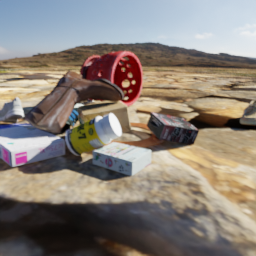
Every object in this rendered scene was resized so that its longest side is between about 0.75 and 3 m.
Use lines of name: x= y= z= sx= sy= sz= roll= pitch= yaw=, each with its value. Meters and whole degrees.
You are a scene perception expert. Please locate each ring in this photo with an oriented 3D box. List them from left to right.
ring: x=-0.101 y=0.286 z=9.950 sx=2.973 sy=0.285 sz=2.973 roll=0 pitch=17 yaw=0

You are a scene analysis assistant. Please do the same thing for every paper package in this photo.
paper package: x=-0.891 y=-0.353 z=9.877 sx=1.636 sy=0.888 sz=1.716 roll=-12 pitch=18 yaw=-14

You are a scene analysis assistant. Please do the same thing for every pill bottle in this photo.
pill bottle: x=-1.015 y=0.183 z=8.250 sx=1.495 sy=0.854 sz=0.854 roll=-23 pitch=10 yaw=17

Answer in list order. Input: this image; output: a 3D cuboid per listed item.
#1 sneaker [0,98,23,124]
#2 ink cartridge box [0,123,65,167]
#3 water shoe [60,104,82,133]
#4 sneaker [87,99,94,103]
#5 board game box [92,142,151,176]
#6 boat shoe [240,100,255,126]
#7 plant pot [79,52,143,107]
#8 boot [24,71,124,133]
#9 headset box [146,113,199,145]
sneaker: x=-4.807 y=-0.677 z=11.470 sx=2.048 sy=0.840 sz=0.765 roll=-12 pitch=-15 yaw=43
ink cartridge box: x=-3.408 y=0.421 z=8.874 sx=1.654 sy=0.582 sz=2.772 roll=-11 pitch=22 yaw=-41
water shoe: x=-2.450 y=-0.219 z=10.985 sx=2.562 sy=0.916 sz=1.011 roll=-16 pitch=58 yaw=-46
sneaker: x=-2.261 y=-1.734 z=16.918 sx=0.306 sy=0.344 sz=0.815 roll=1 pitch=15 yaw=4
board game box: x=-0.173 y=0.820 z=7.748 sx=1.324 sy=0.426 sz=0.977 roll=12 pitch=19 yaw=33
boat shoe: x=5.486 y=-0.681 z=12.242 sx=0.946 sy=0.851 sz=2.621 roll=8 pitch=18 yaw=28
plant pot: x=-1.004 y=-2.694 z=15.682 sx=2.679 sy=2.942 sz=2.942 roll=7 pitch=17 yaw=37
boot: x=-1.752 y=-0.658 z=9.357 sx=2.497 sy=0.861 sz=2.679 roll=17 pitch=49 yaw=14
headset box: x=1.414 y=0.009 z=9.443 sx=1.518 sy=0.569 sz=1.128 roll=9 pitch=20 yaw=-23
